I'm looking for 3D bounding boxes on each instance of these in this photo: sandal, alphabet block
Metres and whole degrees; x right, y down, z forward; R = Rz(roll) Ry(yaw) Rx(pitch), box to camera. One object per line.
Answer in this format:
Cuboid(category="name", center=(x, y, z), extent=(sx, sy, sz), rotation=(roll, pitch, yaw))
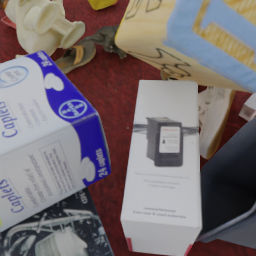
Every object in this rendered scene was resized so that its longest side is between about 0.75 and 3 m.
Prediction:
Cuboid(category="sandal", center=(-1.737, -2.234, 8.738), extent=(1.812, 0.489, 0.728), rotation=(-38, 63, -23))
Cuboid(category="alphabet block", center=(1.627, -2.522, 6.225), extent=(2.613, 2.676, 2.627), rotation=(23, 94, -27))

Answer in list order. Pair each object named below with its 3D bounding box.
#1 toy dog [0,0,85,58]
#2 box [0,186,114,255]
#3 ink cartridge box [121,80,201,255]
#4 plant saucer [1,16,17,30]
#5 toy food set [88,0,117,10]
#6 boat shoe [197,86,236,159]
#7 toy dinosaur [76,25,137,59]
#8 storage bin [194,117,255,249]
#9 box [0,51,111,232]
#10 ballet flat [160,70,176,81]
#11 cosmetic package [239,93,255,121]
Cuboid(category="toy dog", center=(-2.956, -3.488, 8.991), extent=(2.507, 2.430, 1.749), rotation=(50, 25, 24))
Cuboid(category="box", center=(-1.488, 2.176, 5.222), extent=(2.079, 1.311, 2.115), rotation=(-20, 58, -15))
Cuboid(category="ink cartridge box", center=(0.704, 0.779, 5.649), extent=(1.223, 2.130, 2.933), rotation=(3, 55, 7))
Cuboid(category="plant saucer", center=(-3.415, -3.837, 9.980), extent=(1.514, 0.278, 1.511), rotation=(32, 61, 19))
Cuboid(category="toy food set", center=(-0.876, -4.897, 10.666), extent=(1.381, 0.451, 0.812), rotation=(-27, 84, -15))
Cuboid(category="boat shoe", center=(2.090, -0.481, 7.270), extent=(1.020, 1.042, 2.944), rotation=(17, 52, 17))
Cuboid(category="toy dinosaur", center=(-0.357, -2.900, 9.060), extent=(2.775, 1.068, 1.419), rotation=(-24, 47, -9))
Cuboid(category="storage bin", center=(2.549, 1.234, 5.193), extent=(1.842, 2.743, 1.996), rotation=(19, 57, -1))
Cuboid(category="box", center=(-2.251, 0.163, 5.093), extent=(2.907, 1.525, 2.673), rotation=(-26, 46, -19))
Cuboid(category="ballet flat", center=(1.706, -1.513, 8.298), extent=(1.489, 0.505, 0.539), rotation=(3, 76, 2))
Cuboid(category="cosmetic package", center=(3.497, -0.690, 7.671), extent=(0.348, 0.496, 0.978), rotation=(38, 62, 24))
